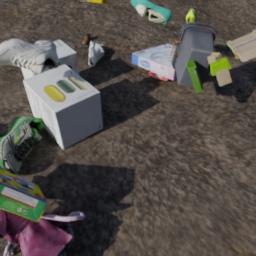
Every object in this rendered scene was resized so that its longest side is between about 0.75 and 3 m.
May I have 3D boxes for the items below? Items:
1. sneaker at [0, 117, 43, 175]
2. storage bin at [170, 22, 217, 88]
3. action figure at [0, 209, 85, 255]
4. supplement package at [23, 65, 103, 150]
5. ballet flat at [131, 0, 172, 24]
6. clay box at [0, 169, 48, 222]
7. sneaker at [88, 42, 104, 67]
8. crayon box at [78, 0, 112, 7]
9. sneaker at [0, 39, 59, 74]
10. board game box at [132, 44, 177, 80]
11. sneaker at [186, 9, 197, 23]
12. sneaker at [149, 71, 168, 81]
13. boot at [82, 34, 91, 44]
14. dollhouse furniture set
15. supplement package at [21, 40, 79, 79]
[{"bbox_3d":[-3.971,0.525,10.397,1.228,1.125,2.883,-9,43,8],"label":"sneaker"},{"bbox_3d":[2.525,-2.778,11.150,1.630,2.239,1.504,10,48,-3],"label":"storage bin"},{"bbox_3d":[-2.831,2.661,7.438,2.797,1.874,2.083,30,75,-1],"label":"action figure"},{"bbox_3d":[-2.605,-0.934,11.447,1.979,1.965,2.608,-29,51,-27],"label":"supplement package"},{"bbox_3d":[0.887,-4.841,11.660,1.891,0.637,0.666,23,71,5],"label":"ballet flat"},{"bbox_3d":[-3.313,1.819,8.157,0.608,1.468,2.554,-63,24,-9],"label":"clay box"},{"bbox_3d":[-1.795,-4.185,15.790,0.878,0.814,2.165,6,44,-6],"label":"sneaker"},{"bbox_3d":[-1.236,-4.834,10.525,1.150,0.297,0.723,13,20,9],"label":"crayon box"},{"bbox_3d":[-3.408,-2.367,9.622,2.312,0.901,1.149,-16,70,-32],"label":"sneaker"},{"bbox_3d":[2.203,-3.538,14.670,2.885,0.626,2.871,-25,41,-35],"label":"board game box"},{"bbox_3d":[2.756,-4.575,12.002,0.498,1.343,0.561,15,82,13],"label":"sneaker"},{"bbox_3d":[1.569,-2.669,14.460,0.555,0.472,1.280,-32,45,-17],"label":"sneaker"},{"bbox_3d":[-2.618,-5.548,17.457,0.373,0.382,1.013,12,46,10],"label":"boot"},{"bbox_3d":[3.577,-2.266,9.961,2.787,1.076,1.393,-21,33,15],"label":"dollhouse furniture set"},{"bbox_3d":[-3.627,-2.607,13.121,2.171,2.076,1.597,-28,50,-26],"label":"supplement package"}]
